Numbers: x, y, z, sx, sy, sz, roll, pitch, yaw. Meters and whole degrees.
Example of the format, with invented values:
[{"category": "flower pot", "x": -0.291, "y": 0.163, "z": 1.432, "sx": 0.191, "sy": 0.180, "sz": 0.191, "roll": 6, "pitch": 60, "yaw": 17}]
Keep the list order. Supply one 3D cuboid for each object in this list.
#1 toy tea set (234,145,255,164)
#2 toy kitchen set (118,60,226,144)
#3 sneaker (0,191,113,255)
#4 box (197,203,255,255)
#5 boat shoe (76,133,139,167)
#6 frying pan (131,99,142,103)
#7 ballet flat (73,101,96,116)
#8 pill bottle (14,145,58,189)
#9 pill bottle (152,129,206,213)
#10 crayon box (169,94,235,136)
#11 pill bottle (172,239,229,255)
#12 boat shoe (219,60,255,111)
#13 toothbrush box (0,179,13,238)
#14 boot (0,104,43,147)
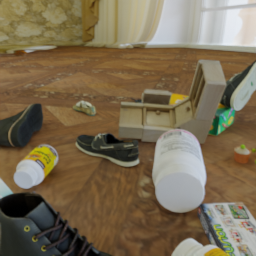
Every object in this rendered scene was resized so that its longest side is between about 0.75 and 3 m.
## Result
[{"category": "toy tea set", "x": 3.911, "y": 0.631, "z": 7.632, "sx": 1.954, "sy": 0.723, "sz": 1.162, "roll": -5, "pitch": 22, "yaw": -12}, {"category": "toy kitchen set", "x": 1.158, "y": -1.165, "z": 8.771, "sx": 2.737, "sy": 2.470, "sz": 2.233, "roll": 4, "pitch": 47, "yaw": -1}, {"category": "sneaker", "x": -0.843, "y": 1.786, "z": 3.879, "sx": 2.507, "sy": 1.331, "sz": 0.937, "roll": 7, "pitch": 23, "yaw": 18}, {"category": "box", "x": 1.911, "y": 1.943, "z": 4.897, "sx": 0.930, "sy": 0.293, "sz": 1.690, "roll": -1, "pitch": 22, "yaw": -3}, {"category": "boat shoe", "x": -0.630, "y": 0.454, "z": 8.106, "sx": 2.197, "sy": 0.743, "sz": 0.789, "roll": 13, "pitch": 25, "yaw": 34}, {"category": "frying pan", "x": 0.396, "y": -1.264, "z": 13.256, "sx": 0.760, "sy": 0.124, "sz": 0.460, "roll": 6, "pitch": 21, "yaw": 19}, {"category": "ballet flat", "x": -1.864, "y": -0.895, "z": 11.856, "sx": 0.500, "sy": 0.500, "sz": 1.416, "roll": -19, "pitch": 28, "yaw": -39}, {"category": "pill bottle", "x": -2.266, "y": 0.950, "z": 6.893, "sx": 0.675, "sy": 0.675, "sz": 1.236, "roll": 4, "pitch": 23, "yaw": 9}, {"category": "pill bottle", "x": 1.141, "y": 0.906, "z": 6.376, "sx": 1.142, "sy": 1.142, "sz": 2.014, "roll": 3, "pitch": 22, "yaw": 8}, {"category": "crayon box", "x": 2.432, "y": -0.573, "z": 10.585, "sx": 2.658, "sy": 0.774, "sz": 1.578, "roll": 16, "pitch": 27, "yaw": 35}, {"category": "pill bottle", "x": 1.271, "y": 2.148, "z": 3.653, "sx": 0.833, "sy": 0.833, "sz": 1.525, "roll": -16, "pitch": 27, "yaw": -34}, {"category": "boat shoe", "x": 4.251, "y": -1.788, "z": 10.226, "sx": 2.920, "sy": 1.049, "sz": 0.987, "roll": -42, "pitch": 36, "yaw": -22}, {"category": "toothbrush box", "x": -2.757, "y": 1.620, "z": 5.105, "sx": 1.288, "sy": 0.750, "sz": 1.759, "roll": -17, "pitch": 26, "yaw": -37}, {"category": "boot", "x": -4.035, "y": -0.168, "z": 9.485, "sx": 1.743, "sy": 0.976, "sz": 2.520, "roll": -3, "pitch": 20, "yaw": 5}]
